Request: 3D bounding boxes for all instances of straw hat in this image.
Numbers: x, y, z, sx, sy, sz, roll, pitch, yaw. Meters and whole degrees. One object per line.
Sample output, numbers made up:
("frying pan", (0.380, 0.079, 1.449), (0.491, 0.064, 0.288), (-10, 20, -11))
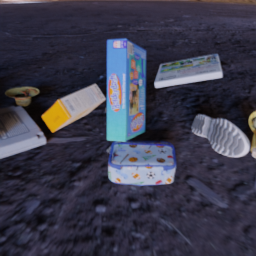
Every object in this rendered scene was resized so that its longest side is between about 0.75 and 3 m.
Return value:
("straw hat", (-3.916, -1.096, 10.465), (1.217, 0.515, 1.217), (4, 27, -2))

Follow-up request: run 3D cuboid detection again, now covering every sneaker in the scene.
("sneaker", (2.684, 0.153, 7.738), (0.933, 0.851, 2.276), (13, 16, -18))

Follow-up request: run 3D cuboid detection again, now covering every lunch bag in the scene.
("lunch bag", (0.315, 0.803, 7.085), (1.743, 0.659, 1.397), (3, 29, 4))

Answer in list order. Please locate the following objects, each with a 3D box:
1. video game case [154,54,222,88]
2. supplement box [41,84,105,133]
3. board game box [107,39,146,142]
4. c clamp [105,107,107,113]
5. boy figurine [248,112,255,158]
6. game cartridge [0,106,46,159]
("video game case", (2.003, -1.921, 9.369), (2.067, 0.227, 1.884), (-7, 28, 18))
("supplement box", (-1.687, -0.648, 8.827), (1.103, 0.644, 1.750), (-33, 2, 40))
("board game box", (0.000, -0.971, 7.511), (0.546, 2.425, 1.844), (2, 7, 18))
("c clamp", (-0.408, -0.510, 7.787), (0.196, 1.450, 1.238), (4, 70, 10))
("boy figurine", (3.872, 0.200, 7.512), (0.722, 1.393, 2.240), (38, 29, -14))
("game cartridge", (-3.712, 0.079, 8.527), (1.653, 0.502, 2.480), (-15, 33, -31))
